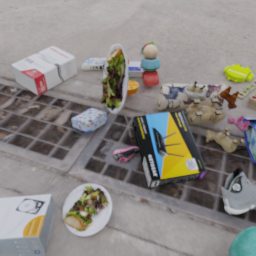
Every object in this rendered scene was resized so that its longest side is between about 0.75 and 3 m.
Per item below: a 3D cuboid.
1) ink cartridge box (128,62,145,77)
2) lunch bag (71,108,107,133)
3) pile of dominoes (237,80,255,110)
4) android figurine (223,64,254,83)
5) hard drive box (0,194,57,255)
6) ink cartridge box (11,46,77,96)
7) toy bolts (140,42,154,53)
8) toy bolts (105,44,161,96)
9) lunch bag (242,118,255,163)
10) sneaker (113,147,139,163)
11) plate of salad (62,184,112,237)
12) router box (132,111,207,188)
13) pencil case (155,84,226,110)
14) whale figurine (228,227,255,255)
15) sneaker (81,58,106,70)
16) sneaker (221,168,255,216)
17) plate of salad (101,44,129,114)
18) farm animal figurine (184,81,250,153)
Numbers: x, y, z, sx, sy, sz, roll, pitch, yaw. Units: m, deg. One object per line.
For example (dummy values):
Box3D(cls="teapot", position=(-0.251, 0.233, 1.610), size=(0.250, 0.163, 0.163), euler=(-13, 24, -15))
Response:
Box3D(cls="ink cartridge box", position=(0.325, -3.038, 14.485), size=(2.008, 0.394, 0.999), euler=(2, 44, 0))
Box3D(cls="lunch bag", position=(-1.566, -0.333, 11.372), size=(1.092, 0.515, 1.363), euler=(16, 34, 35))
Box3D(cls="pile of dominoes", position=(6.714, -1.649, 12.955), size=(2.999, 0.477, 2.337), euler=(-33, 53, -29))
Box3D(cls="android figurine", position=(5.584, -2.763, 14.236), size=(1.452, 0.328, 1.596), euler=(26, 49, 25))
Box3D(cls="hard drive box", position=(-3.192, 2.734, 7.789), size=(2.023, 0.777, 1.576), euler=(-6, 30, 1))
Box3D(cls="ink cartridge box", position=(-4.066, -2.872, 13.818), size=(1.846, 1.042, 2.515), euler=(31, 52, 28))
Box3D(cls="toy bolts", position=(1.115, -4.434, 16.012), size=(0.843, 0.584, 0.805), euler=(-25, 89, -37))
Box3D(cls="toy bolts", position=(0.311, -2.821, 12.906), size=(2.600, 1.803, 2.484), euler=(-6, 31, -8))
Box3D(cls="lunch bag", position=(5.365, 0.288, 10.411), size=(1.735, 1.300, 2.041), euler=(3, 34, 4))
Box3D(cls="sneaker", position=(-0.004, 1.010, 10.275), size=(1.048, 0.414, 0.500), euler=(-12, 62, -13))
Box3D(cls="plate of salad", position=(-1.277, 2.422, 8.453), size=(1.592, 0.382, 1.592), euler=(-8, 59, 13))
Box3D(cls="router box", position=(1.374, 0.675, 9.999), size=(1.954, 0.669, 2.619), euler=(-8, 56, -10))
Box3D(cls="pencil case", position=(2.681, -1.330, 12.164), size=(2.912, 1.302, 1.133), euler=(0, 72, 0))
Box3D(cls="whale figurine", position=(3.900, 3.148, 6.750), size=(2.843, 1.475, 2.262), euler=(-14, 39, 8))
Box3D(cls="sneaker", position=(-1.581, -3.270, 14.579), size=(1.760, 0.632, 0.638), euler=(-11, 52, -7))
Box3D(cls="sneaker", position=(3.843, 1.732, 8.567), size=(2.154, 1.244, 0.808), euler=(-20, 2, -7))
Box3D(cls="plate of salad", position=(-0.684, -1.992, 11.508), size=(0.685, 2.850, 2.850), euler=(-1, 41, -25))
Box3D(cls="farm animal figurine", position=(3.285, -0.355, 10.910), size=(2.506, 1.321, 2.533), euler=(12, 64, -3))
